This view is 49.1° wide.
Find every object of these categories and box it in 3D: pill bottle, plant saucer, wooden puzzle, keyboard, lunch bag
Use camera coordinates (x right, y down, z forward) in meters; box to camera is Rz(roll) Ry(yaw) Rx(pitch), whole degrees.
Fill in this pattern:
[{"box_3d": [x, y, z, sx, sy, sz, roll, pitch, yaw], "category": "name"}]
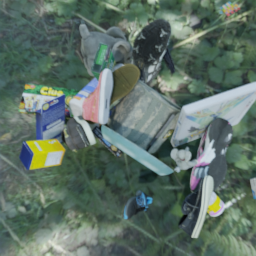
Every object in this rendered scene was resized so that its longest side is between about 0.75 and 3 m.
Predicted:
[{"box_3d": [-0.922, -1.310, 11.031, 1.481, 1.481, 2.644, 38, 67, 11], "category": "pill bottle"}, {"box_3d": [2.842, 2.547, 10.124, 0.663, 0.663, 1.272, -45, 100, -12], "category": "pill bottle"}, {"box_3d": [0.205, 0.776, 8.917, 2.687, 2.687, 0.368, 33, 86, 10], "category": "plant saucer"}, {"box_3d": [4.732, -5.582, 13.161, 1.001, 0.070, 0.594, -33, 76, -10], "category": "wooden puzzle"}, {"box_3d": [1.453, -2.993, 10.847, 0.206, 2.001, 1.271, -14, 40, 23], "category": "keyboard"}, {"box_3d": [0.790, -0.232, 10.077, 1.986, 2.421, 1.423, -54, 34, 17], "category": "lunch bag"}]

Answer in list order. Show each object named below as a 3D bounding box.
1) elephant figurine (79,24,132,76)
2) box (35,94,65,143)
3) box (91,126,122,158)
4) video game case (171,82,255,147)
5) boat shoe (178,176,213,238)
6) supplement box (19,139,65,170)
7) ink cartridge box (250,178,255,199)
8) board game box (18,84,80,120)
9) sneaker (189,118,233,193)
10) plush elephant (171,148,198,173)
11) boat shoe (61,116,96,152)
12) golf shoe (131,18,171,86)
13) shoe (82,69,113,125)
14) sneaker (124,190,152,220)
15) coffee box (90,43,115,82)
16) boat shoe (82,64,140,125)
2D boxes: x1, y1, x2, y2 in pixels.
[{"box_3d": [-0.558, -3.105, 11.100, 2.440, 1.893, 1.726, -16, 88, -13], "category": "elephant figurine"}, {"box_3d": [-2.704, -0.175, 9.828, 0.320, 1.975, 1.196, 22, 32, 20], "category": "box"}, {"box_3d": [-0.779, 0.566, 10.579, 1.266, 1.256, 0.315, 43, 83, 12], "category": "box"}, {"box_3d": [3.084, -0.403, 10.082, 2.943, 2.683, 0.324, -19, 65, -10], "category": "video game case"}, {"box_3d": [1.989, 2.362, 8.384, 0.751, 2.413, 0.900, 20, 39, 19], "category": "boat shoe"}, {"box_3d": [-2.582, 0.780, 8.432, 0.611, 1.115, 0.607, 43, 120, 35], "category": "supplement box"}, {"box_3d": [4.941, 2.181, 10.242, 0.435, 1.033, 0.747, -4, 73, -1], "category": "ink cartridge box"}, {"box_3d": [-3.196, -1.085, 11.667, 2.458, 0.288, 1.288, 7, 71, 2], "category": "board game box"}, {"box_3d": [2.882, 1.058, 9.836, 1.086, 1.168, 2.705, 25, 79, 3], "category": "sneaker"}, {"box_3d": [1.747, 0.929, 8.836, 0.720, 0.677, 0.874, 19, 30, 32], "category": "plush elephant"}, {"box_3d": [-1.941, 0.224, 9.903, 0.886, 2.942, 1.049, -27, 100, -16], "category": "boat shoe"}, {"box_3d": [0.739, -2.569, 10.216, 1.150, 2.958, 1.398, 37, 33, 11], "category": "golf shoe"}, {"box_3d": [-0.984, -0.989, 8.683, 0.779, 0.612, 1.712, 12, 106, 18], "category": "shoe"}, {"box_3d": [0.293, 2.293, 8.295, 0.533, 1.301, 0.476, 18, 116, 20], "category": "sneaker"}, {"box_3d": [-0.799, -2.062, 9.268, 0.349, 1.585, 0.975, 18, 86, 5], "category": "coffee box"}, {"box_3d": [-0.603, -1.156, 9.541, 0.885, 0.814, 2.477, 42, 93, -5], "category": "boat shoe"}]
